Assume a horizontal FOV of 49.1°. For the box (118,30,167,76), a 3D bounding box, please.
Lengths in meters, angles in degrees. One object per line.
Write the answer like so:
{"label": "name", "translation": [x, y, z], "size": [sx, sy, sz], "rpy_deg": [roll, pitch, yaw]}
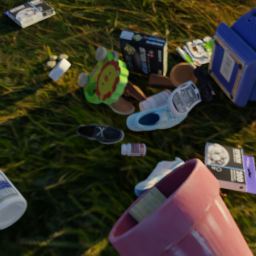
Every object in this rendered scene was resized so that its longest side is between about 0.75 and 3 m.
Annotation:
{"label": "box", "translation": [0.640, -2.846, 11.087], "size": [1.752, 2.204, 0.507], "rpy_deg": [16, 73, 12]}

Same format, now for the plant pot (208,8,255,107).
{"label": "plant pot", "translation": [4.728, -2.609, 10.635], "size": [2.501, 2.781, 2.781], "rpy_deg": [-19, 55, -8]}

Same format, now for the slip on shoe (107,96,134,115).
{"label": "slip on shoe", "translation": [-0.493, -1.081, 10.779], "size": [1.673, 0.507, 0.636], "rpy_deg": [35, 60, 25]}

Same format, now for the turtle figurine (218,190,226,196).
{"label": "turtle figurine", "translation": [2.452, 1.904, 8.556], "size": [1.004, 0.323, 0.810], "rpy_deg": [0, 45, -28]}

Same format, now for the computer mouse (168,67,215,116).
{"label": "computer mouse", "translation": [2.097, -1.179, 9.843], "size": [2.430, 0.533, 1.333], "rpy_deg": [-32, 99, -34]}

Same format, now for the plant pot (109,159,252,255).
{"label": "plant pot", "translation": [1.367, 2.547, 6.506], "size": [2.782, 2.782, 2.490], "rpy_deg": [-38, 85, -26]}

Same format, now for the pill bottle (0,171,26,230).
{"label": "pill bottle", "translation": [-3.955, 1.843, 8.081], "size": [2.012, 1.118, 1.118], "rpy_deg": [38, 61, 26]}

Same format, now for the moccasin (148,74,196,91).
{"label": "moccasin", "translation": [1.767, -1.866, 11.266], "size": [1.871, 0.684, 0.722], "rpy_deg": [8, 81, 16]}

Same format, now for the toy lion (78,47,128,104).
{"label": "toy lion", "translation": [-0.884, -1.693, 10.271], "size": [0.770, 2.243, 2.150], "rpy_deg": [11, 48, -38]}

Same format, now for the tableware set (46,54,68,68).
{"label": "tableware set", "translation": [-3.185, -2.991, 12.547], "size": [0.816, 0.113, 0.977], "rpy_deg": [4, 52, 2]}

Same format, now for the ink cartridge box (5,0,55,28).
{"label": "ink cartridge box", "translation": [-5.304, -6.245, 14.919], "size": [1.972, 0.432, 1.991], "rpy_deg": [-36, 59, -24]}

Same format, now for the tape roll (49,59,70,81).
{"label": "tape roll", "translation": [-2.841, -2.396, 11.567], "size": [0.335, 0.956, 0.956], "rpy_deg": [40, 50, -23]}

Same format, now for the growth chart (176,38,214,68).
{"label": "growth chart", "translation": [3.507, -3.573, 12.949], "size": [2.526, 0.224, 1.828], "rpy_deg": [-21, 54, -17]}

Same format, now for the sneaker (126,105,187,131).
{"label": "sneaker", "translation": [1.153, -0.319, 9.705], "size": [2.317, 0.949, 0.856], "rpy_deg": [-17, 96, -16]}

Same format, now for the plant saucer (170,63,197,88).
{"label": "plant saucer", "translation": [2.148, -2.012, 10.728], "size": [1.069, 0.200, 1.069], "rpy_deg": [-1, 76, 3]}

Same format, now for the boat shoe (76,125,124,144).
{"label": "boat shoe", "translation": [-0.977, 0.193, 9.602], "size": [1.637, 0.553, 0.588], "rpy_deg": [8, 81, 13]}

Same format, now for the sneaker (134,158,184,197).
{"label": "sneaker", "translation": [0.991, 1.542, 8.602], "size": [1.921, 0.735, 0.776], "rpy_deg": [-17, 56, -24]}

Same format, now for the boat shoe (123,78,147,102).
{"label": "boat shoe", "translation": [-0.001, -1.518, 10.856], "size": [1.702, 0.599, 0.599], "rpy_deg": [43, 103, 2]}

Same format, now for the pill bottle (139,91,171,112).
{"label": "pill bottle", "translation": [1.076, -0.899, 10.518], "size": [1.200, 0.680, 0.680], "rpy_deg": [-24, 55, -18]}

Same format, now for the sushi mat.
{"label": "sushi mat", "translation": [1.101, 2.618, 7.304], "size": [1.023, 0.129, 2.139], "rpy_deg": [-41, 73, -21]}

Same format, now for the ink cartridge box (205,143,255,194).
{"label": "ink cartridge box", "translation": [3.259, 1.243, 8.859], "size": [1.612, 0.350, 1.597], "rpy_deg": [10, 42, 7]}

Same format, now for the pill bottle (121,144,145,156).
{"label": "pill bottle", "translation": [0.175, 0.731, 9.345], "size": [0.753, 0.412, 0.412], "rpy_deg": [2, 51, -11]}
